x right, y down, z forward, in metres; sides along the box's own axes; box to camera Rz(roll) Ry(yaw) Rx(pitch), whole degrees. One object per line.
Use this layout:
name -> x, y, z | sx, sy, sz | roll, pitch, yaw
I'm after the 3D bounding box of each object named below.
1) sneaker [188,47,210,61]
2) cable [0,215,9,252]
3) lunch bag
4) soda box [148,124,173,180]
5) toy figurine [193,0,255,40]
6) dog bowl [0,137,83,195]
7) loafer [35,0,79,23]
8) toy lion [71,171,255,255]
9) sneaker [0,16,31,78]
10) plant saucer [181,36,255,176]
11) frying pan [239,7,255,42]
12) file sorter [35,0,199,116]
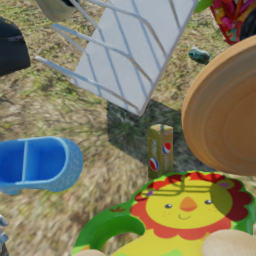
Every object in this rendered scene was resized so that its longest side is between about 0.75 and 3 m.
sneaker -> 2.427, -2.474, 9.623 | 0.381, 0.324, 0.835 | -42, 53, -15
cable -> -3.248, 2.031, 4.782 | 2.037, 0.705, 2.036 | 29, 53, 27
lunch bag -> 3.428, -3.297, 6.481 | 1.224, 2.988, 2.632 | -24, 90, -41
soda box -> 0.468, 0.374, 4.101 | 0.261, 0.815, 0.276 | -14, 21, -36
toy figurine -> 2.709, -2.269, 5.623 | 1.816, 2.419, 2.227 | -36, 89, -23
dog bowl -> -1.147, 0.424, 3.316 | 1.188, 0.295, 0.662 | -5, 71, 9
loafer -> -1.352, -2.516, 4.288 | 0.636, 1.864, 0.705 | 1, 59, 29
toy lion -> 0.440, 1.121, 3.148 | 2.044, 0.702, 1.959 | -11, 19, 5
sneaker -> -2.251, -1.528, 3.739 | 1.126, 0.793, 2.121 | -29, 96, -29
plant saucer -> 1.550, -0.089, 3.013 | 1.908, 1.908, 0.308 | 3, 41, 3
frying pan -> 2.338, -1.938, 4.969 | 0.307, 1.142, 1.888 | -14, 66, -46
file sorter -> -0.150, -1.655, 4.539 | 1.590, 1.427, 2.292 | 27, 91, 22
